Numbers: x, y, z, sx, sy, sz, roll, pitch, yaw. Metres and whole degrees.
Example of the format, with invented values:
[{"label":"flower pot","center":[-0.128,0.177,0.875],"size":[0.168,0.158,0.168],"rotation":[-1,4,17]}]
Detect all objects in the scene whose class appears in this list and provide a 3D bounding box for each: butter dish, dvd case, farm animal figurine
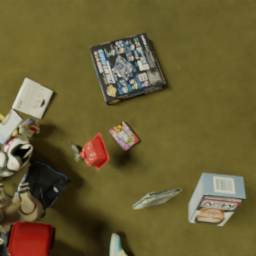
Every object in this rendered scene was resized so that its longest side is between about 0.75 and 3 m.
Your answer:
[{"label":"butter dish","center":[-1.014,0.707,7.784],"size":[0.631,0.854,0.851],"rotation":[-8,65,-36]},{"label":"dvd case","center":[-3.475,-0.039,8.086],"size":[0.677,0.083,0.948],"rotation":[38,91,35]},{"label":"farm animal figurine","center":[-3.628,2.395,7.319],"size":[2.580,2.083,1.297],"rotation":[-9,99,36]}]

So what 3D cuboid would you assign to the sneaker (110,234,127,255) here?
[{"label":"sneaker","center":[-0.041,3.820,8.123],"size":[0.968,0.590,1.483],"rotation":[-3,85,1]}]

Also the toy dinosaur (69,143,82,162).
[{"label":"toy dinosaur","center":[-1.674,0.697,9.018],"size":[0.298,0.396,0.775],"rotation":[-24,78,-6]}]

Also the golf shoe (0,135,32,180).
[{"label":"golf shoe","center":[-3.133,0.738,8.012],"size":[1.053,2.286,0.830],"rotation":[-19,110,2]}]

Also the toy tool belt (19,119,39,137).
[{"label":"toy tool belt","center":[-3.141,-0.089,9.003],"size":[0.560,0.897,0.551],"rotation":[30,56,-33]}]

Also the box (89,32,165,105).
[{"label":"box","center":[-0.055,-2.058,9.672],"size":[2.094,0.524,2.110],"rotation":[-18,76,-4]}]

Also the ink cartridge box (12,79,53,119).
[{"label":"ink cartridge box","center":[-3.153,-0.949,9.273],"size":[0.935,0.237,1.061],"rotation":[27,83,-37]}]

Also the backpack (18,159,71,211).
[{"label":"backpack","center":[-2.613,1.741,8.278],"size":[1.353,1.042,1.289],"rotation":[33,74,-12]}]

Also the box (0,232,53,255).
[{"label":"box","center":[-3.233,4.163,7.495],"size":[2.815,0.613,2.255],"rotation":[18,79,24]}]

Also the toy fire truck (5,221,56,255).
[{"label":"toy fire truck","center":[-2.248,2.940,5.608],"size":[1.423,2.212,1.947],"rotation":[11,73,-16]}]

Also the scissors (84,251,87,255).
[{"label":"scissors","center":[-1.106,4.027,8.339],"size":[0.284,0.054,0.775],"rotation":[-14,75,-1]}]

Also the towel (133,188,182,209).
[{"label":"towel","center":[0.829,2.057,8.012],"size":[1.117,1.160,0.200],"rotation":[-3,60,-25]}]

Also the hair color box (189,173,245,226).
[{"label":"hair color box","center":[2.062,1.780,6.766],"size":[0.896,1.810,0.549],"rotation":[5,54,4]}]

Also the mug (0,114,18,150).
[{"label":"mug","center":[-4.520,0.580,8.426],"size":[1.716,1.674,2.090],"rotation":[43,89,1]}]

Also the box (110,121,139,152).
[{"label":"box","center":[-0.123,0.276,9.242],"size":[0.585,0.167,0.855],"rotation":[-37,78,-9]}]
